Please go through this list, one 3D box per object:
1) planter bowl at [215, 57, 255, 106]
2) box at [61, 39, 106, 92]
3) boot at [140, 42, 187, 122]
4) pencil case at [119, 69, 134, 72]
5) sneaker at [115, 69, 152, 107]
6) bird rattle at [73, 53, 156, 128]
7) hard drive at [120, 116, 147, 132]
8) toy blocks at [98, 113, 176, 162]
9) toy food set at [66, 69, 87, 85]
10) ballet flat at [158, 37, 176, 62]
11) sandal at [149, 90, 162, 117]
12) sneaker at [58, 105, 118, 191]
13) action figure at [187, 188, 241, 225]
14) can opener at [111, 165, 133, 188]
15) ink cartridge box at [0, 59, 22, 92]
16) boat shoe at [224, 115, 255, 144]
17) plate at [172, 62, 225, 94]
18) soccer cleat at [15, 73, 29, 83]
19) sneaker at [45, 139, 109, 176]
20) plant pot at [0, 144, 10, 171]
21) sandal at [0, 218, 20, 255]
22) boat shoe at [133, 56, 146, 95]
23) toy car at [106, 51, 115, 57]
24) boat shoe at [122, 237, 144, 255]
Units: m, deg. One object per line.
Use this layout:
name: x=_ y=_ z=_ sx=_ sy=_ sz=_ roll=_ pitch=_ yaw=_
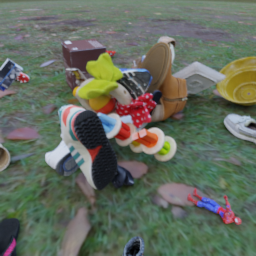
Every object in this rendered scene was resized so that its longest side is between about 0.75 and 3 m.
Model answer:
planter bowl: x=5.155 y=-1.750 z=12.024 sx=2.573 sy=1.072 sz=2.573 roll=-15 pitch=49 yaw=18
box: x=-2.080 y=-2.972 z=13.457 sx=1.712 sy=2.086 sz=1.730 roll=-13 pitch=34 yaw=-20
boot: x=1.493 y=-1.697 z=10.411 sx=2.319 sy=2.998 sz=1.105 roll=-17 pitch=41 yaw=-42
pencil case: x=0.152 y=-2.720 z=14.388 sx=1.720 sy=0.671 sz=0.747 roll=-5 pitch=53 yaw=-11
sneaker: x=-0.072 y=-1.412 z=9.105 sx=1.145 sy=0.998 sz=2.545 roll=-47 pitch=16 yaw=-30
bird rattle: x=-0.469 y=-0.905 z=8.326 sx=2.048 sy=2.512 sz=1.415 roll=-12 pitch=57 yaw=40
hard drive: x=-0.568 y=-0.275 z=10.716 sx=2.224 sy=0.292 sz=1.467 roll=19 pitch=35 yaw=27
toy blocks: x=0.115 y=0.185 z=8.071 sx=1.836 sy=0.800 sz=2.203 roll=14 pitch=-10 yaw=43
toy food set: x=-2.077 y=-2.057 z=11.359 sx=0.614 sy=0.856 sz=0.258 roll=11 pitch=60 yaw=43
ballet flat: x=1.297 y=-2.384 z=10.876 sx=0.800 sy=2.379 sz=0.810 roll=18 pitch=7 yaw=39
sandal: x=0.759 y=-0.688 z=9.348 sx=0.454 sy=1.195 sz=0.256 roll=15 pitch=19 yaw=-39
sneaker: x=-1.055 y=0.466 z=7.044 sx=0.868 sy=2.464 sz=1.152 roll=-37 pitch=42 yaw=-27
action figure: x=2.152 y=1.844 z=6.882 sx=1.366 sy=0.676 sz=0.446 roll=29 pitch=42 yaw=35
can opener: x=-0.469 y=1.134 z=8.221 sx=0.552 sy=0.685 sz=1.743 roll=-46 pitch=40 yaw=3
ink cartridge box: x=-3.975 y=-1.654 z=9.086 sx=0.537 sy=1.080 sz=0.212 roll=34 pitch=17 yaw=-34
boat shoe: x=4.419 y=0.061 z=9.665 sx=0.911 sy=0.793 sz=2.473 roll=-16 pitch=34 yaw=-24
plate: x=2.822 y=-1.976 z=11.904 sx=1.891 sy=1.887 sz=0.306 roll=15 pitch=65 yaw=-33
soccer cleat: x=-5.671 y=-2.712 z=14.565 sx=1.526 sy=0.524 sz=0.650 roll=9 pitch=37 yaw=23
sneaker: x=-1.551 y=0.527 z=8.870 sx=1.054 sy=0.901 sz=2.419 roll=18 pitch=35 yaw=36
plant pot: x=-4.089 y=0.803 z=8.516 sx=0.872 sy=0.872 sz=0.798 roll=-14 pitch=22 yaw=-22
sandal: x=-2.665 y=2.541 z=5.931 sx=0.663 sy=0.398 sz=1.765 roll=-8 pitch=32 yaw=-12
boat shoe: x=0.507 y=-2.011 z=11.915 sx=0.859 sy=0.858 sz=2.374 roll=-7 pitch=55 yaw=20
toy car: x=-1.856 y=-4.886 z=18.282 sx=1.794 sy=0.400 sz=1.688 roll=-10 pitch=32 yaw=-18
boat shoe: x=-0.043 y=2.761 z=5.351 sx=0.482 sy=0.618 sz=1.361 roll=10 pitch=33 yaw=16
